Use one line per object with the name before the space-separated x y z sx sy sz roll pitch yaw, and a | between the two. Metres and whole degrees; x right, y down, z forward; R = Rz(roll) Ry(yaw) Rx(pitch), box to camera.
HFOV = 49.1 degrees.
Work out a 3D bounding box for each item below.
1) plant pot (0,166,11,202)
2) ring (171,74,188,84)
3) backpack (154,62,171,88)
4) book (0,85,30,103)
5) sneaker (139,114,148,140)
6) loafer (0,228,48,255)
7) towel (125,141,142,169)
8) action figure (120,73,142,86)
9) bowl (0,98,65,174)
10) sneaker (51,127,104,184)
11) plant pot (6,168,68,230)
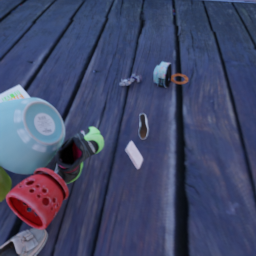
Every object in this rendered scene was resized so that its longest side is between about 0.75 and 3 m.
plant pot | -4.268 1.324 7.960 1.410 1.507 1.410 0 44 0
ring | 2.327 -2.246 12.740 0.807 0.077 0.807 1 44 0
backpack | 1.530 -2.371 12.212 0.737 0.979 0.869 19 48 18
book | -4.448 -0.928 11.188 1.135 0.408 1.699 -32 54 -25
sneaker | 0.568 -0.033 9.978 0.331 0.385 0.909 0 83 12
loafer | -2.819 3.036 6.787 0.678 0.593 1.885 32 49 33
towel | 0.192 0.843 8.719 0.124 0.735 0.770 -30 7 18
action figure | 0.060 -2.093 12.314 1.116 0.387 0.726 -29 32 -36
bowl | -2.887 0.056 8.439 1.271 2.430 2.430 -25 31 34
sneaker | -1.651 0.822 7.690 1.028 2.453 0.941 -13 61 -48
plant pot | -2.270 1.792 7.264 1.266 1.266 1.153 21 43 21
